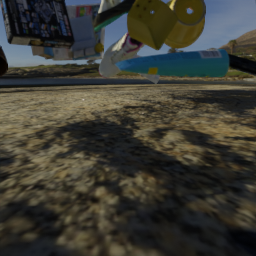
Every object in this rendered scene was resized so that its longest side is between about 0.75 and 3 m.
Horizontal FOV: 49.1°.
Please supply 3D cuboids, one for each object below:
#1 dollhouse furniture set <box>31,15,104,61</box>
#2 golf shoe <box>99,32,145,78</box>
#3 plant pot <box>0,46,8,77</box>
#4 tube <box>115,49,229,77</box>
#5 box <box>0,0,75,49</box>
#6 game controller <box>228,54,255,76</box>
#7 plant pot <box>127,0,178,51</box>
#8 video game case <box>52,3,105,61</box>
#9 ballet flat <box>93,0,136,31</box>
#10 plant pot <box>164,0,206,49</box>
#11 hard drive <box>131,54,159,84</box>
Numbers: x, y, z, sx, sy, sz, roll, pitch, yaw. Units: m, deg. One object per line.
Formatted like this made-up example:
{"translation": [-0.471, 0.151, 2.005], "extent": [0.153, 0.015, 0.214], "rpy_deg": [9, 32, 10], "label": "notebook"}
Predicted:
{"translation": [-2.089, -3.434, 9.556], "extent": [2.243, 2.117, 1.463], "rpy_deg": [-9, 9, 1], "label": "dollhouse furniture set"}
{"translation": [-0.181, -2.755, 9.883], "extent": [0.949, 2.520, 1.153], "rpy_deg": [43, 16, -7], "label": "golf shoe"}
{"translation": [-2.981, -1.591, 5.987], "extent": [0.728, 0.728, 0.778], "rpy_deg": [-5, 55, -22], "label": "plant pot"}
{"translation": [0.914, -1.331, 5.862], "extent": [2.305, 0.581, 0.892], "rpy_deg": [-3, 16, -9], "label": "tube"}
{"translation": [-2.544, -3.157, 7.848], "extent": [1.785, 1.798, 0.447], "rpy_deg": [-7, -13, -40], "label": "box"}
{"translation": [3.077, -1.423, 6.946], "extent": [2.036, 0.429, 1.062], "rpy_deg": [27, 27, 28], "label": "game controller"}
{"translation": [0.466, -2.413, 6.186], "extent": [0.880, 0.879, 0.776], "rpy_deg": [33, 1, 22], "label": "plant pot"}
{"translation": [-2.069, -4.021, 11.761], "extent": [2.196, 2.410, 0.277], "rpy_deg": [1, -9, 10], "label": "video game case"}
{"translation": [-0.362, -4.383, 10.123], "extent": [2.626, 0.898, 0.893], "rpy_deg": [-11, 18, 32], "label": "ballet flat"}
{"translation": [1.782, -3.513, 8.995], "extent": [1.582, 1.582, 1.488], "rpy_deg": [-1, 2, -3], "label": "plant pot"}
{"translation": [0.458, -2.562, 11.352], "extent": [1.794, 0.239, 1.183], "rpy_deg": [29, 34, -11], "label": "hard drive"}
